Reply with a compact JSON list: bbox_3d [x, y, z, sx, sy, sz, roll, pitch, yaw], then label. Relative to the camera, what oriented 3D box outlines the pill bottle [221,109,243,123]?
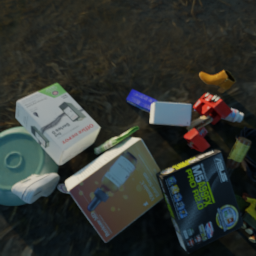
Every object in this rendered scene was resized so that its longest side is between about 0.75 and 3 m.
[{"bbox_3d":[3.762,-0.489,10.354,0.858,0.467,0.467,17,68,5],"label":"pill bottle"}]

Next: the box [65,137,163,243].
[{"bbox_3d":[-0.314,1.781,8.624,2.546,1.354,1.939,-36,100,-14],"label":"box"}]

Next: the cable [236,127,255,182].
[{"bbox_3d":[4.686,0.826,9.856,1.679,0.523,2.057,-14,67,-7],"label":"cable"}]

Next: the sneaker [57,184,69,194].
[{"bbox_3d":[-2.000,2.098,9.342,0.759,0.378,0.284,21,58,-14],"label":"sneaker"}]

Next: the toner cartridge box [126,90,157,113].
[{"bbox_3d":[0.523,-1.011,10.773,1.099,0.237,0.522,26,72,11],"label":"toner cartridge box"}]

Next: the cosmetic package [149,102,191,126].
[{"bbox_3d":[1.453,-0.471,9.867,1.254,1.258,0.773,4,92,-1],"label":"cosmetic package"}]

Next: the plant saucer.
[{"bbox_3d":[-3.880,1.192,9.693,2.879,0.517,2.879,0,67,0],"label":"plant saucer"}]

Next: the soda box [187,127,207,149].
[{"bbox_3d":[2.509,0.360,10.138,0.264,0.292,0.833,46,72,-16],"label":"soda box"}]

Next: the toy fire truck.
[{"bbox_3d":[2.584,-0.279,9.591,1.766,2.505,0.611,-44,101,9],"label":"toy fire truck"}]

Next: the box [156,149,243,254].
[{"bbox_3d":[2.139,2.136,8.311,1.977,0.546,2.468,-20,98,-11],"label":"box"}]

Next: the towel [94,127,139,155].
[{"bbox_3d":[-0.420,0.390,9.340,1.103,1.478,0.227,-33,91,-39],"label":"towel"}]

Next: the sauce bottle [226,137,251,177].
[{"bbox_3d":[3.608,1.000,9.411,0.471,0.471,1.426,25,108,10],"label":"sauce bottle"}]

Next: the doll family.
[{"bbox_3d":[4.334,2.947,8.815,2.388,0.937,1.380,43,70,12],"label":"doll family"}]

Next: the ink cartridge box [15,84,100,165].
[{"bbox_3d":[-2.396,-0.171,9.606,2.361,0.992,1.718,44,50,12],"label":"ink cartridge box"}]

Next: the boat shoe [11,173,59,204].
[{"bbox_3d":[-2.762,1.690,8.573,0.697,2.089,0.768,25,89,7],"label":"boat shoe"}]

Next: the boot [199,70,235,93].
[{"bbox_3d":[3.426,-1.954,10.738,1.261,0.903,0.444,39,59,7],"label":"boot"}]
